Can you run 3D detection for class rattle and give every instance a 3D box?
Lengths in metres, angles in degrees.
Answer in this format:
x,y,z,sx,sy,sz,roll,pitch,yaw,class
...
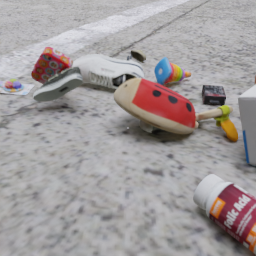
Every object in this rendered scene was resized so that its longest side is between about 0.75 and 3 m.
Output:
x,y,z,sx,sy,sz,roll,pitch,yaw,class
2.425,-0.091,8.429,1.512,1.080,0.984,-17,16,34,rattle

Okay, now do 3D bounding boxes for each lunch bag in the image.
x,y,z,sx,sy,sz,roll,pitch,yaw,class
-2.531,-1.988,9.590,1.237,1.405,0.576,26,49,-23,lunch bag

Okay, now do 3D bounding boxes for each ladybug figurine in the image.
x,y,z,sx,sy,sz,roll,pitch,yaw,class
0.877,-0.676,8.037,2.587,0.931,1.756,23,22,-4,ladybug figurine

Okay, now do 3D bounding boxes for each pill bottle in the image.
x,y,z,sx,sy,sz,roll,pitch,yaw,class
2.050,1.575,5.332,0.852,0.852,1.493,-24,40,-32,pill bottle

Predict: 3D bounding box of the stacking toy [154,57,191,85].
x,y,z,sx,sy,sz,roll,pitch,yaw,class
1.869,-2.115,10.938,1.533,0.889,0.841,1,60,-31,stacking toy

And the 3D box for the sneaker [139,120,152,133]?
x,y,z,sx,sy,sz,roll,pitch,yaw,class
0.559,-0.211,8.336,0.357,0.377,0.936,25,25,-24,sneaker

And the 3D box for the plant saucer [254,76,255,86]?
x,y,z,sx,sy,sz,roll,pitch,yaw,class
4.996,-1.195,7.777,2.717,2.717,0.508,23,45,30,plant saucer

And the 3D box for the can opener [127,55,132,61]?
x,y,z,sx,sy,sz,roll,pitch,yaw,class
0.062,-3.279,13.136,0.222,0.278,0.832,2,34,3,can opener

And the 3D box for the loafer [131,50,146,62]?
x,y,z,sx,sy,sz,roll,pitch,yaw,class
0.543,-3.499,13.317,0.404,0.447,1.182,-22,39,-20,loafer

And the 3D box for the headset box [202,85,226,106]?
x,y,z,sx,sy,sz,roll,pitch,yaw,class
2.997,-1.139,9.843,0.717,0.372,0.963,4,35,7,headset box

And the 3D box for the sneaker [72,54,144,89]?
x,y,z,sx,sy,sz,roll,pitch,yaw,class
-0.821,-2.014,10.532,2.867,1.095,1.154,2,42,-2,sneaker

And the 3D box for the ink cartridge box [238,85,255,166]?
x,y,z,sx,sy,sz,roll,pitch,yaw,class
4.248,-0.350,6.791,2.563,1.887,1.854,-31,24,-33,ink cartridge box

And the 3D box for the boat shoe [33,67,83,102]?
x,y,z,sx,sy,sz,roll,pitch,yaw,class
-2.270,-1.396,9.018,1.822,0.644,0.580,-21,66,16,boat shoe

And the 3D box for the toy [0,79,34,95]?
x,y,z,sx,sy,sz,roll,pitch,yaw,class
-4.473,-1.628,10.585,1.563,0.369,0.900,3,34,5,toy
